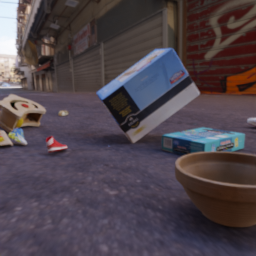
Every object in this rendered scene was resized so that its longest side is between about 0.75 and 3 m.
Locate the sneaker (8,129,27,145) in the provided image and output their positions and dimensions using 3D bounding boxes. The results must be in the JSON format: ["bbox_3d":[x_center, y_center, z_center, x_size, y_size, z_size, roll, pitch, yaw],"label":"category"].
[{"bbox_3d":[-3.584,0.252,9.222,0.837,0.440,0.317,22,-13,26],"label":"sneaker"}]

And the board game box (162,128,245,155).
[{"bbox_3d":[2.290,0.427,8.529,2.054,0.482,1.551,-8,12,-39],"label":"board game box"}]

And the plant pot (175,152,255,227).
[{"bbox_3d":[1.624,0.969,4.383,1.771,0.818,1.771,-1,9,0],"label":"plant pot"}]

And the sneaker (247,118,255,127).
[{"bbox_3d":[6.247,-0.442,12.309,1.898,0.945,0.711,0,11,12],"label":"sneaker"}]

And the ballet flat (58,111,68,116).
[{"bbox_3d":[-3.837,-0.867,16.715,0.309,0.334,0.947,16,17,11],"label":"ballet flat"}]

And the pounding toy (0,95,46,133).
[{"bbox_3d":[-4.809,-0.338,12.340,1.680,1.686,2.939,26,15,-12],"label":"pounding toy"}]

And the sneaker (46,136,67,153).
[{"bbox_3d":[-2.093,0.446,8.190,0.312,0.461,0.798,-19,-5,16],"label":"sneaker"}]

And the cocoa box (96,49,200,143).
[{"bbox_3d":[0.598,-1.229,9.946,2.887,1.894,1.925,-37,18,-1],"label":"cocoa box"}]

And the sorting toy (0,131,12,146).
[{"bbox_3d":[-4.424,0.319,8.909,1.206,0.220,1.116,-2,22,-36],"label":"sorting toy"}]
